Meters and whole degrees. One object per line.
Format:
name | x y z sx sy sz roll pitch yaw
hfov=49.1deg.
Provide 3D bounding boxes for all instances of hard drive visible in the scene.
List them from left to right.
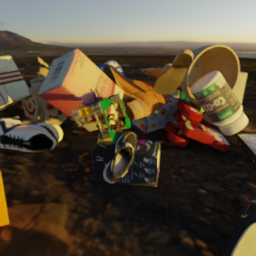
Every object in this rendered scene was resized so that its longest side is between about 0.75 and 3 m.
hard drive | 4.926 0.757 9.948 1.482 0.401 2.121 2 19 4

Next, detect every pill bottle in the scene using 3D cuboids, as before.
pill bottle | 3.524 -0.914 10.767 1.294 2.288 1.294 -37 12 9

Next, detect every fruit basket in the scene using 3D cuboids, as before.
fruit basket | 3.647 -1.472 15.434 1.605 1.158 1.605 -7 35 5

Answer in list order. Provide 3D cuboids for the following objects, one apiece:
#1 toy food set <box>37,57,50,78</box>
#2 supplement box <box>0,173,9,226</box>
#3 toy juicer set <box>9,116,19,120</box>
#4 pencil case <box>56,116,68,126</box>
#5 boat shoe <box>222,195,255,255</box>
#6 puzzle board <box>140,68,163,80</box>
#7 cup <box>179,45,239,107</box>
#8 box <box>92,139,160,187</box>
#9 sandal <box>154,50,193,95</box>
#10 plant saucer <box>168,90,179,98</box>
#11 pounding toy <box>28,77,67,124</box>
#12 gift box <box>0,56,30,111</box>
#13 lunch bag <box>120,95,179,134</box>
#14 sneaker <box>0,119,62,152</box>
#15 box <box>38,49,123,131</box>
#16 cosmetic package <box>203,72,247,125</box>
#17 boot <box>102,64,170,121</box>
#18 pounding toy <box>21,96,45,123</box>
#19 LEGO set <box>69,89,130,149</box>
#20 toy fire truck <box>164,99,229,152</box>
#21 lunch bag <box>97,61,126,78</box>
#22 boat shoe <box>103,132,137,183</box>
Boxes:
toy food set | -3.356 -1.999 11.556 0.331 1.648 1.138 -28 -28 13
supplement box | -3.484 1.385 6.568 0.972 1.443 1.463 -10 22 -26
toy juicer set | -5.775 0.243 11.217 1.622 0.694 2.550 -9 14 37
pencil case | -2.925 -0.706 12.533 1.458 0.633 0.569 -50 15 -22
boat shoe | 2.606 2.102 5.436 2.969 1.086 0.930 -29 -3 -37
puzzle board | 1.137 -2.086 10.848 0.925 0.107 1.228 8 -6 34
cup | 3.031 -2.290 11.750 2.513 2.513 1.797 -8 25 -22
box | -0.022 0.980 8.376 1.878 0.996 1.148 3 20 9
sandal | 1.607 -2.018 9.751 0.782 2.133 0.702 21 54 -10
plant saucer | 2.299 -2.044 17.826 1.855 0.449 1.855 4 20 9
pounding toy | -2.718 -1.045 10.366 1.266 2.214 1.270 -27 41 16
gift box | -6.939 -2.076 13.653 2.615 2.834 2.647 -28 11 18
lunch bag | 0.917 -0.836 12.863 2.068 1.506 2.432 -14 30 -30
sneaker | -3.960 0.322 10.165 2.977 1.097 1.191 -2 21 -6
box | -1.493 -1.174 9.424 1.308 2.400 1.535 -11 53 39
cosmetic package | 4.423 -1.392 12.871 1.122 2.487 1.328 -14 24 -34
boot | 0.313 -1.627 11.174 2.021 2.613 0.963 -26 -9 -31
pounding toy | -4.624 -1.009 13.495 1.369 1.365 2.387 -17 25 -39
LEGO set | -0.836 -0.231 8.219 1.139 1.511 1.965 -14 22 23
toy fire truck | 2.723 -0.002 11.073 2.114 1.411 2.517 23 19 -6
lunch bag | -1.144 -1.586 11.621 2.453 1.966 0.927 -36 15 -25
boat shoe | -0.108 0.681 7.233 0.486 0.595 1.612 -37 16 51
